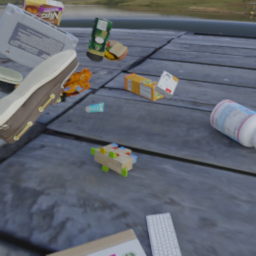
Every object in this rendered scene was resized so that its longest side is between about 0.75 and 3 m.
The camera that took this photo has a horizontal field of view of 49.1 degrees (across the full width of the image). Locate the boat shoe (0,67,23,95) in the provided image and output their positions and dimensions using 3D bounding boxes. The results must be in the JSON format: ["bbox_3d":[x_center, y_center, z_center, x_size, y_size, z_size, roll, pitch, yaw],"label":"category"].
[{"bbox_3d":[-5.221,-1.872,9.897,2.786,0.867,1.039,16,30,-20],"label":"boat shoe"}]

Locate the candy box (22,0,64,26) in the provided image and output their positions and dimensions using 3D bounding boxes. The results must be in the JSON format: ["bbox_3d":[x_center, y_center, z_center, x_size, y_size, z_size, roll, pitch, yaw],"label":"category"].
[{"bbox_3d":[-2.930,-3.992,9.574,1.283,0.749,0.362,-2,54,-34],"label":"candy box"}]

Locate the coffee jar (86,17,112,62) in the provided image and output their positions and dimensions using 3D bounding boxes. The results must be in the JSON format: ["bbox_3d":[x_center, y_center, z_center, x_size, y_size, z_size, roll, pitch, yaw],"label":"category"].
[{"bbox_3d":[-1.124,-3.344,10.719,0.679,1.591,0.830,13,19,-17],"label":"coffee jar"}]

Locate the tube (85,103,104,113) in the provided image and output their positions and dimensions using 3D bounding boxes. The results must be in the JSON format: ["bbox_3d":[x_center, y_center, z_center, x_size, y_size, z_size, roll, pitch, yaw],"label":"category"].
[{"bbox_3d":[-1.091,-0.662,9.436,0.210,0.322,0.832,20,19,27],"label":"tube"}]

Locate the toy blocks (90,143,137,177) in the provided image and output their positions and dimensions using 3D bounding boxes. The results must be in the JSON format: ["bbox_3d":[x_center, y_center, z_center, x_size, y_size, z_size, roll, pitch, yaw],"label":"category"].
[{"bbox_3d":[-0.324,0.938,8.938,1.484,0.742,1.015,22,24,33],"label":"toy blocks"}]

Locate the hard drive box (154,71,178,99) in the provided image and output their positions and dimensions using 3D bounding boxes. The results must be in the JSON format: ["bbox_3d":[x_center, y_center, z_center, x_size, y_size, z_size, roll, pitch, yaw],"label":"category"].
[{"bbox_3d":[1.447,-1.616,10.573,0.666,0.328,0.855,29,58,-6],"label":"hard drive box"}]

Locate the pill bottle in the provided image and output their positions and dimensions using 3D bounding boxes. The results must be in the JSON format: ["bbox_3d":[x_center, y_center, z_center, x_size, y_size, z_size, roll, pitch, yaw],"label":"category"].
[{"bbox_3d":[4.176,-0.087,10.165,1.225,1.225,2.252,-14,31,-24],"label":"pill bottle"}]

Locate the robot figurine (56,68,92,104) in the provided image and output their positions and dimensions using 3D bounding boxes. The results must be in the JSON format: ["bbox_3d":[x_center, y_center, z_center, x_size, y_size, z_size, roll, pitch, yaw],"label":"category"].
[{"bbox_3d":[-1.868,-1.288,8.666,1.521,0.443,1.103,-19,40,14],"label":"robot figurine"}]

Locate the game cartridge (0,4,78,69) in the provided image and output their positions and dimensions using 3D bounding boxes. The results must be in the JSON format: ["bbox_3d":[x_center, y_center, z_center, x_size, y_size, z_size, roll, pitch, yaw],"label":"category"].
[{"bbox_3d":[-2.833,-2.560,8.545,2.246,1.495,0.459,18,27,-41],"label":"game cartridge"}]

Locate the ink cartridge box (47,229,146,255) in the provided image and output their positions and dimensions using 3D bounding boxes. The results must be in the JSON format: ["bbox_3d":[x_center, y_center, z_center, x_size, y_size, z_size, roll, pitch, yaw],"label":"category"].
[{"bbox_3d":[-0.358,3.029,4.623,1.929,0.879,2.341,-12,29,-19],"label":"ink cartridge box"}]

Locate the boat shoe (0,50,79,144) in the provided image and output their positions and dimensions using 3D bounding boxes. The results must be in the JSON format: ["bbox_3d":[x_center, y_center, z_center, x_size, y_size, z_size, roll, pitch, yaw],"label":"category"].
[{"bbox_3d":[-2.047,-0.775,6.482,0.938,0.777,2.611,17,60,45],"label":"boat shoe"}]

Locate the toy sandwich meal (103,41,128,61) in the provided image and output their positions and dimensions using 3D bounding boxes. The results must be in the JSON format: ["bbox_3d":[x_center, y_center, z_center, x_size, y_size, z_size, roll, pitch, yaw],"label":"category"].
[{"bbox_3d":[-0.645,-3.443,12.358,1.234,0.423,1.234,3,67,-6],"label":"toy sandwich meal"}]

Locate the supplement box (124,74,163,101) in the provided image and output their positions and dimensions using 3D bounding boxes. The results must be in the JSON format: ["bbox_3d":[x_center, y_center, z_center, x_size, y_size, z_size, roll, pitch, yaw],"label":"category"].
[{"bbox_3d":[0.781,-2.138,14.570,0.771,0.797,2.318,-24,38,-33],"label":"supplement box"}]

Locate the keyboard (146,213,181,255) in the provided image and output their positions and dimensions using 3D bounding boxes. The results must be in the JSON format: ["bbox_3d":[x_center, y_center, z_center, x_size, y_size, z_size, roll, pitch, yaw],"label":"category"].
[{"bbox_3d":[0.820,2.682,6.109,0.597,0.113,2.121,-2,28,-4],"label":"keyboard"}]
